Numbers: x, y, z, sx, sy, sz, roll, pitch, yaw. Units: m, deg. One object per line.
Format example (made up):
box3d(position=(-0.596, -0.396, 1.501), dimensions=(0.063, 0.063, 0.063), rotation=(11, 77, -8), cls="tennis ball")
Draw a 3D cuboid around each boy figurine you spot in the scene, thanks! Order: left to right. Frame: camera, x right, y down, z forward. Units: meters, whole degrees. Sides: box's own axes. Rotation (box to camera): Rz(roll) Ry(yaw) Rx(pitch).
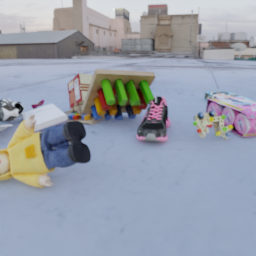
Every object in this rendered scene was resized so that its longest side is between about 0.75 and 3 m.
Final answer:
box3d(position=(-2.225, 0.553, 6.422), dimensions=(2.708, 1.684, 0.872), rotation=(-14, -7, 19), cls="boy figurine")

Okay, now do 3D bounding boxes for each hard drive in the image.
box3d(position=(-3.418, -0.433, 11.230), dimensions=(1.435, 0.276, 2.175), rotation=(-22, 25, -22), cls="hard drive")

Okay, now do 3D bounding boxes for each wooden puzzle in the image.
box3d(position=(-1.819, -0.487, 11.776), dimensions=(1.394, 0.323, 1.291), rotation=(8, 19, 22), cls="wooden puzzle")

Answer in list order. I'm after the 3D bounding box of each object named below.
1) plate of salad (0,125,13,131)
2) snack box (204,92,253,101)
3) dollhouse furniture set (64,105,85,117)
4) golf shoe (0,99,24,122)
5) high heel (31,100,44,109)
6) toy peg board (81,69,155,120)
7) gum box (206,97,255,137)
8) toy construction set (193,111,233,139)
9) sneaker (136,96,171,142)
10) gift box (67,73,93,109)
box3d(position=(-5.318, -0.150, 9.512), dimensions=(2.596, 0.624, 2.596), rotation=(-2, 4, 0), cls="plate of salad")
box3d(position=(5.193, -1.492, 14.745), dimensions=(1.391, 0.444, 2.394), rotation=(-4, 18, -12), cls="snack box")
box3d(position=(-2.322, -0.561, 11.795), dimensions=(1.029, 0.502, 0.878), rotation=(-20, 5, 19), cls="dollhouse furniture set")
box3d(position=(-4.741, -0.692, 11.395), dimensions=(1.075, 0.885, 2.276), rotation=(-5, 18, -12), cls="golf shoe")
box3d(position=(-4.280, -1.169, 13.294), dimensions=(0.258, 0.368, 0.765), rotation=(-1, 44, 28), cls="high heel")
box3d(position=(-0.315, -0.959, 10.834), dimensions=(2.397, 2.387, 1.172), rotation=(-2, 57, -25), cls="toy peg board")
box3d(position=(4.341, -0.455, 10.686), dimensions=(1.530, 0.892, 2.697), rotation=(-4, 18, -14), cls="gum box")
box3d(position=(2.692, -0.058, 9.185), dimensions=(1.503, 0.986, 0.692), rotation=(-4, -19, -35), cls="toy construction set")
box3d(position=(0.941, -0.401, 9.864), dimensions=(1.112, 1.342, 2.814), rotation=(5, 19, 10), cls="sneaker")
box3d(position=(-1.733, -1.693, 12.602), dimensions=(1.494, 1.600, 1.477), rotation=(2, -10, -36), cls="gift box")
